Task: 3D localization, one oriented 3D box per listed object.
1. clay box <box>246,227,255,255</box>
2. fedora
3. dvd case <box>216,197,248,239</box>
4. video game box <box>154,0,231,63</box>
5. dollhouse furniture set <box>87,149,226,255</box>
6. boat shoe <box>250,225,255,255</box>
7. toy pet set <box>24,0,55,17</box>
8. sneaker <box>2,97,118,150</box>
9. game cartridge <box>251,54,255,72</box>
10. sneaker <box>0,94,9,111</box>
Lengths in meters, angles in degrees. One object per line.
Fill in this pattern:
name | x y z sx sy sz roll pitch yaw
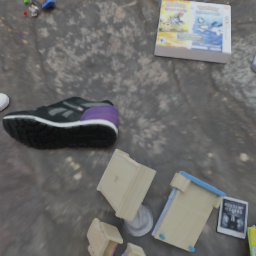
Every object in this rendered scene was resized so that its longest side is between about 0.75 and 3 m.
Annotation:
clay box | 2.686 2.377 5.344 0.748 0.310 1.301 7 70 -31
fedora | 0.145 1.865 5.855 0.665 0.340 0.752 -25 66 5
dvd case | 2.270 1.934 6.093 0.594 0.098 0.790 14 66 6
video game box | 1.920 -2.878 8.208 2.091 0.489 1.905 7 62 3
dollhouse furniture set | 0.535 1.783 5.963 2.237 1.460 2.112 27 88 -21
boat shoe | 2.652 2.452 5.693 0.292 0.330 0.882 6 65 12
toy pet set | -2.793 -3.954 8.840 0.888 0.505 0.951 -24 57 27
sneaker | -1.567 -0.199 6.805 2.688 1.018 1.177 4 46 0
game cartridge | 4.145 -1.722 7.784 1.297 0.265 0.863 24 63 11
sneaker | -3.807 -0.687 6.957 1.459 0.832 0.529 -13 63 -8
